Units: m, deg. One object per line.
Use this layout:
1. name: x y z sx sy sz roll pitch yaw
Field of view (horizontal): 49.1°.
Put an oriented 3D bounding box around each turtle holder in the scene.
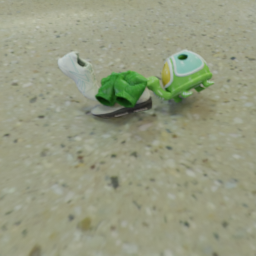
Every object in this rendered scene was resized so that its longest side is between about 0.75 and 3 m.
1. turtle holder: 1.947 -1.909 10.745 2.315 1.644 1.759 -26 -1 18

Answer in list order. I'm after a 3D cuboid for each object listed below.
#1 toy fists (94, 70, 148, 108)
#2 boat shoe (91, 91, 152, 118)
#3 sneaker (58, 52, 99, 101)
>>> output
1. toy fists: -0.271 -1.406 9.663 2.302 0.792 1.173 8 60 54
2. boat shoe: -0.213 -0.703 10.445 2.322 0.662 0.776 -15 39 11
3. sneaker: -1.549 -1.826 10.187 0.853 2.128 0.748 -28 30 28
